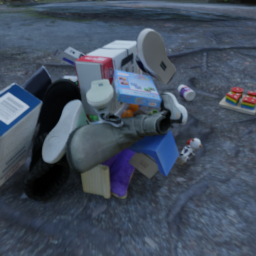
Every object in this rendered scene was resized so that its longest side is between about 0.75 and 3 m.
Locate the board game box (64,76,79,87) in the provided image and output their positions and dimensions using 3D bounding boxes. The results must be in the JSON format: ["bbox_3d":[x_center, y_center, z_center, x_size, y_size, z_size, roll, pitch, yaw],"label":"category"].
[{"bbox_3d":[-2.132,-0.948,9.933,1.287,0.353,2.039,8,62,29],"label":"board game box"}]

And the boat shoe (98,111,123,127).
[{"bbox_3d":[-0.469,-0.262,7.006,0.293,0.271,0.793,-36,41,-25],"label":"boat shoe"}]

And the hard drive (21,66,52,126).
[{"bbox_3d":[-3.306,-0.734,9.667,0.552,2.609,1.760,32,56,0],"label":"hard drive"}]

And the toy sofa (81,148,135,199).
[{"bbox_3d":[-0.354,0.865,8.587,1.271,1.079,2.605,8,32,15],"label":"toy sofa"}]

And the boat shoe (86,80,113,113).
[{"bbox_3d":[-0.663,-0.745,7.166,0.641,0.655,1.838,-9,23,0],"label":"boat shoe"}]

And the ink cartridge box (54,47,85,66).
[{"bbox_3d":[-1.745,-2.344,9.628,1.508,0.296,0.750,23,-14,-23],"label":"ink cartridge box"}]

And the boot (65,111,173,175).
[{"bbox_3d":[-0.053,0.127,6.882,1.944,1.008,2.976,-13,9,26],"label":"boot"}]

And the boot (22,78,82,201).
[{"bbox_3d":[-2.054,0.292,7.892,1.141,3.031,2.266,14,21,-17],"label":"boot"}]

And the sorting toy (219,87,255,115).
[{"bbox_3d":[5.136,-1.303,12.658,1.541,0.539,1.550,19,37,29],"label":"sorting toy"}]

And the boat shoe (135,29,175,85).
[{"bbox_3d":[0.547,-2.149,8.354,1.108,2.389,0.892,32,84,31],"label":"boat shoe"}]

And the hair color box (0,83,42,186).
[{"bbox_3d":[-3.223,0.371,7.211,0.877,2.898,1.449,35,46,1],"label":"hair color box"}]

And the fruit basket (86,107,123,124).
[{"bbox_3d":[-1.495,-0.530,10.481,2.330,1.092,2.158,-3,31,31],"label":"fruit basket"}]

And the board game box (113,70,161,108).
[{"bbox_3d":[0.208,-1.108,7.758,1.128,0.273,1.491,7,34,-13],"label":"board game box"}]

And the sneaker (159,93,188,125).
[{"bbox_3d":[1.297,-0.662,9.157,0.676,0.630,1.704,-9,33,-17],"label":"sneaker"}]

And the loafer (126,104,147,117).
[{"bbox_3d":[0.364,-0.527,11.380,1.185,0.433,0.420,36,65,28],"label":"loafer"}]

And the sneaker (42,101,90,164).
[{"bbox_3d":[-1.489,0.352,7.602,0.753,1.207,2.047,-3,45,24],"label":"sneaker"}]

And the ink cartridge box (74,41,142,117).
[{"bbox_3d":[-0.501,-1.697,9.278,1.037,1.787,2.477,11,34,26],"label":"ink cartridge box"}]

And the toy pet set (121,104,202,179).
[{"bbox_3d":[0.954,0.122,8.591,2.664,1.414,2.487,37,51,5],"label":"toy pet set"}]

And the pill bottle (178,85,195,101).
[{"bbox_3d":[2.744,-1.691,13.324,0.511,0.511,0.918,-10,33,-15],"label":"pill bottle"}]
